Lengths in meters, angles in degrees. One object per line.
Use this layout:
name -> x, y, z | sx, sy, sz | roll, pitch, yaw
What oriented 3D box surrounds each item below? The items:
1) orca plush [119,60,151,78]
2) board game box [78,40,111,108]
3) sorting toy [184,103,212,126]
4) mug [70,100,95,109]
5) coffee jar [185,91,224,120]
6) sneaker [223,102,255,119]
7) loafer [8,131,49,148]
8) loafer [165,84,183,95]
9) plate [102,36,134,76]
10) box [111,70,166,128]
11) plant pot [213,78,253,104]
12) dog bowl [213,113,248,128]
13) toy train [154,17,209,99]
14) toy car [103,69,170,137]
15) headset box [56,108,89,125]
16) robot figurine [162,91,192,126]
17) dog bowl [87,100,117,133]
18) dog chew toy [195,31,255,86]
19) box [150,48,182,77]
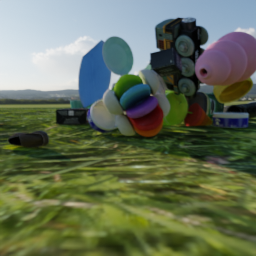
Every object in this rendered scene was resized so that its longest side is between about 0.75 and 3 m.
orca plush -> 0.347, -1.743, 11.618 | 1.388, 2.638, 0.938 | 44, 18, 31
board game box -> -1.217, -2.150, 11.570 | 0.568, 2.306, 2.919 | 2, -12, -35
sorting toy -> 2.705, -0.488, 12.248 | 1.025, 1.032, 2.977 | 22, 1, -15
mug -> -2.073, -0.936, 14.303 | 1.702, 1.052, 1.398 | -10, 8, -43
coffee jar -> 3.670, -1.046, 13.707 | 1.186, 1.450, 2.780 | 6, 7, 38
sneaker -> 6.432, -0.881, 15.210 | 2.720, 0.962, 1.349 | -5, 7, 8
loafer -> -2.159, 0.287, 6.020 | 0.983, 0.359, 0.349 | -5, 12, 20
loafer -> 1.704, -1.916, 12.232 | 1.085, 1.061, 2.973 | 3, -10, -32
plate -> -0.394, -2.619, 10.304 | 1.472, 1.472, 0.188 | -5, -1, -42
box -> 0.274, -1.055, 9.996 | 1.906, 0.922, 1.682 | -15, 41, 26
plant pot -> 3.358, -1.644, 9.477 | 1.245, 1.171, 1.245 | -14, -31, -9
dog bowl -> 4.038, -0.317, 11.074 | 1.309, 0.516, 1.309 | 0, 6, 0
toy train -> 1.840, -2.416, 9.788 | 1.677, 2.942, 1.254 | 27, 54, 37
toy car -> 0.337, -0.560, 7.646 | 1.629, 1.861, 1.396 | -30, 30, -2
headset box -> -2.385, -0.536, 12.552 | 1.315, 0.663, 1.769 | 0, 5, -2
robot figurine -> 1.345, -0.802, 11.459 | 2.416, 1.398, 2.120 | 3, -21, 40
dog bowl -> -0.718, -0.345, 8.459 | 0.981, 0.981, 0.386 | -3, -20, -32
dog chew toy -> 2.553, -1.733, 7.365 | 2.188, 1.362, 1.362 | -28, 22, -37
box -> 1.063, -1.781, 7.736 | 0.663, 0.467, 0.896 | -7, -9, 23
